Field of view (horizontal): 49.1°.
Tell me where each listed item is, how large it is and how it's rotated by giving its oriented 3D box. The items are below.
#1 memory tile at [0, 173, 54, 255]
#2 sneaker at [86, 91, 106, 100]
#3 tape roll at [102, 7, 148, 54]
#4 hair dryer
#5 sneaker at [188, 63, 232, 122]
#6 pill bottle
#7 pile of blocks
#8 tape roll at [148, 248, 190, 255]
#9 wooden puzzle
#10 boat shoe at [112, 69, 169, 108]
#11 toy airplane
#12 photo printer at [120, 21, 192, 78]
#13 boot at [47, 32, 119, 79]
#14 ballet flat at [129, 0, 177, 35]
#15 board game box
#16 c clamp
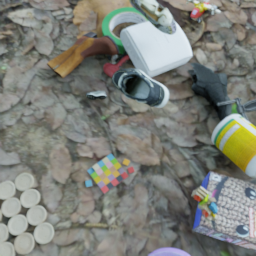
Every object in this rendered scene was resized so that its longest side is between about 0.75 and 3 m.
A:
[{"bbox_3d":[-3.910,3.051,9.676,2.063,0.226,2.691,-26,66,-12],"label":"memory tile"},{"bbox_3d":[-1.367,-1.405,11.930,0.862,0.319,0.342,0,53,-7],"label":"sneaker"},{"bbox_3d":[0.028,-4.653,13.389,2.534,0.609,2.534,0,63,0],"label":"tape roll"},{"bbox_3d":[-0.418,-2.832,12.263,1.496,0.534,1.964,-14,64,25],"label":"hair dryer"},{"bbox_3d":[3.335,-1.497,11.678,1.522,0.876,2.918,4,58,2],"label":"sneaker"},{"bbox_3d":[4.310,0.795,9.803,1.449,1.449,2.570,-29,50,-14],"label":"pill bottle"},{"bbox_3d":[1.618,1.631,5.749,0.899,0.369,0.279,56,43,-17],"label":"pile of blocks"},{"bbox_3d":[1.209,4.692,8.145,2.158,0.917,2.158,-3,73,11],"label":"tape roll"},{"bbox_3d":[-0.745,1.680,10.421,1.877,0.132,1.113,-34,68,-16],"label":"wooden puzzle"},{"bbox_3d":[0.157,-1.287,8.171,2.390,0.721,0.904,28,103,47],"label":"boat shoe"},{"bbox_3d":[3.670,-6.072,13.861,1.495,1.055,1.489,-8,60,-2],"label":"toy airplane"},{"bbox_3d":[1.361,-3.568,12.211,2.797,0.971,2.327,-25,83,-25],"label":"photo printer"},{"bbox_3d":[-1.977,-3.117,12.197,2.491,0.906,2.646,35,67,31],"label":"boot"},{"bbox_3d":[1.041,-4.286,10.417,2.262,0.814,0.814,32,63,-20],"label":"ballet flat"},{"bbox_3d":[3.567,2.783,9.288,2.343,1.135,1.868,15,64,8],"label":"board game box"},{"bbox_3d":[4.926,0.010,10.812,2.428,0.385,2.842,-20,79,-22],"label":"c clamp"}]
